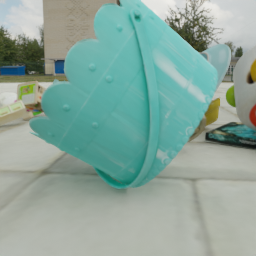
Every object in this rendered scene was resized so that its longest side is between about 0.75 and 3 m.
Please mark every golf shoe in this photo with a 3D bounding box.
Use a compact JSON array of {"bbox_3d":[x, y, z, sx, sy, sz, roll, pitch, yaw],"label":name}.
[{"bbox_3d":[-4.151,-1.010,11.788,2.433,0.916,1.113,-14,33,-42],"label":"golf shoe"}]

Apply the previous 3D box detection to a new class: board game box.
[{"bbox_3d":[2.924,0.149,7.084,1.273,0.265,1.882,9,14,37],"label":"board game box"}]

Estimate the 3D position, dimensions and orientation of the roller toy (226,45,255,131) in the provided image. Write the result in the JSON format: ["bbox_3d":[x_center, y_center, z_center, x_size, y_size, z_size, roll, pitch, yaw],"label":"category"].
[{"bbox_3d":[3.313,-0.810,5.975,1.940,1.486,2.127,8,-33,2],"label":"roller toy"}]

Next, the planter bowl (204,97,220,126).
[{"bbox_3d":[2.182,-0.340,8.179,1.377,0.574,1.377,-27,-3,-1],"label":"planter bowl"}]

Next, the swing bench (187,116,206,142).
[{"bbox_3d":[0.933,-0.306,5.980,1.146,0.744,1.140,-6,48,-1],"label":"swing bench"}]

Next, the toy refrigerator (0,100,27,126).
[{"bbox_3d":[-3.704,-0.441,8.584,1.067,0.373,0.405,-24,55,-21],"label":"toy refrigerator"}]

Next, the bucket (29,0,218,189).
[{"bbox_3d":[-0.060,-0.447,4.067,1.633,2.510,2.510,34,9,-8],"label":"bucket"}]

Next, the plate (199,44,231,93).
[{"bbox_3d":[1.780,-1.298,8.282,0.376,2.943,2.943,32,4,-14],"label":"plate"}]

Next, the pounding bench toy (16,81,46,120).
[{"bbox_3d":[-3.393,-0.845,10.286,0.849,1.367,1.066,-8,-17,20],"label":"pounding bench toy"}]
